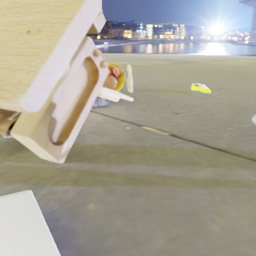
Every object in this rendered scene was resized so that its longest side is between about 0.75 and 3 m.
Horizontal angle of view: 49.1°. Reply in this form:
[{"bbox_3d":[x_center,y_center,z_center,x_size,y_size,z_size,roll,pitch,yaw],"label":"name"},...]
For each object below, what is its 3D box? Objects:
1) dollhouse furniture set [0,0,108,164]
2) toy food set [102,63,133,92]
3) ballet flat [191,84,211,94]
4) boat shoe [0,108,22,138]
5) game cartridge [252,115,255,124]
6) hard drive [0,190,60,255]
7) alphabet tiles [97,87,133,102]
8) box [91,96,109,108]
[{"bbox_3d":[-0.728,-0.726,3.925,2.426,2.977,2.831,9,62,27],"label":"dollhouse furniture set"},{"bbox_3d":[-0.776,-1.791,10.008,1.864,1.097,0.609,5,8,26],"label":"toy food set"},{"bbox_3d":[3.117,-1.714,11.985,0.343,0.344,1.027,-11,21,-31],"label":"ballet flat"},{"bbox_3d":[-2.323,-0.137,6.364,0.866,0.864,2.393,29,16,11],"label":"boat shoe"},{"bbox_3d":[2.856,-0.210,3.525,0.444,2.314,1.500,-32,74,-30],"label":"game cartridge"},{"bbox_3d":[-2.073,1.395,2.102,2.991,0.399,1.973,-10,20,-27],"label":"hard drive"},{"bbox_3d":[-1.339,-1.281,8.626,2.764,0.206,2.826,13,10,-26],"label":"alphabet tiles"},{"bbox_3d":[-1.184,-1.013,9.577,0.797,0.456,0.876,-9,20,-25],"label":"box"}]
